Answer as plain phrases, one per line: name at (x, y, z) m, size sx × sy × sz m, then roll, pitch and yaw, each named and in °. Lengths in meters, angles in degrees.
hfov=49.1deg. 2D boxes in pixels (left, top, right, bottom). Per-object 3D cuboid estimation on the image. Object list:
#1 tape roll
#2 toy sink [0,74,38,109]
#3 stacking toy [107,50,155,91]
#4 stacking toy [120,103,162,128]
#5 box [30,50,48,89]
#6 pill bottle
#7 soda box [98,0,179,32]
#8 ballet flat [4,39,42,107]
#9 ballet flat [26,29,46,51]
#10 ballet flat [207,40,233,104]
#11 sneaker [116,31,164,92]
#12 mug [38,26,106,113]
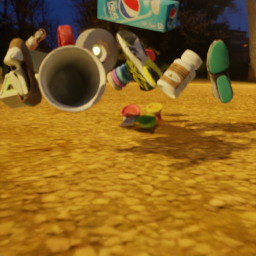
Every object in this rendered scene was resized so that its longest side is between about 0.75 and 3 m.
tape roll at (-1.210, -2.970, 10.946) m, size 1.694 × 1.694 × 0.559 m, roll -11°, pitch 17°, yaw -40°
toy sink at (-3.255, -1.258, 8.389) m, size 0.762 × 1.169 × 0.655 m, roll -7°, pitch -32°, yaw 23°
stacking toy at (0.208, -2.541, 12.119) m, size 2.250 × 0.960 × 0.960 m, roll -31°, pitch -1°, yaw 25°
stacking toy at (0.674, -0.388, 14.558) m, size 2.174 × 0.918 × 1.968 m, roll 0°, pitch 38°, yaw 13°
box at (-2.864, -2.042, 11.445) m, size 2.578 × 1.017 × 1.819 m, roll 19°, pitch -21°, yaw 24°
pill bottle at (1.506, -1.549, 8.094) m, size 0.738 × 1.291 × 0.738 m, roll 39°, pitch -1°, yaw 0°
soda box at (0.161, -2.258, 5.390) m, size 1.518 × 0.487 × 0.515 m, roll 21°, pitch 37°, yaw 25°
ballet flat at (-2.546, -1.335, 6.576) m, size 0.597 × 1.760 × 0.636 m, roll -17°, pitch -3°, yaw 21°
ballet flat at (-2.917, -2.772, 8.750) m, size 0.340 × 0.964 × 0.315 m, roll 29°, pitch -32°, yaw -6°
ballet flat at (3.135, -1.945, 9.833) m, size 0.803 × 2.233 × 0.803 m, roll -15°, pitch 21°, yaw 6°
sneaker at (0.257, -2.539, 11.098) m, size 1.140 × 2.695 × 1.004 m, roll -31°, pitch 5°, yaw 47°
mug at (-1.712, -1.648, 8.837) m, size 1.800 × 2.395 × 2.698 m, roll 21°, pitch -3°, yaw -15°
